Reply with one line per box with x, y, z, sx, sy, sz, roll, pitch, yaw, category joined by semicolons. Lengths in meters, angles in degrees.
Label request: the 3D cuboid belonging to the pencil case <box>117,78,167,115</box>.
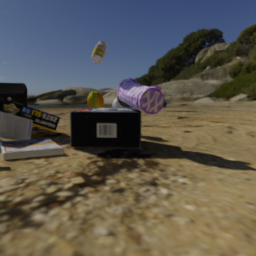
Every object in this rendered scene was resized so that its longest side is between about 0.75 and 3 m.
0.329;-0.999;8.459;0.831;0.846;1.980;8;12;-28;pencil case

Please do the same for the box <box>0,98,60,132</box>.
-3.889;-0.438;11.052;2.127;0.657;2.663;21;-6;-18;box

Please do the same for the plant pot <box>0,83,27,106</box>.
-5.992;-1.015;13.787;2.311;2.305;2.050;-4;13;-33;plant pot

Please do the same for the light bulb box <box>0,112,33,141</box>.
-3.924;-0.003;8.882;1.194;0.752;1.205;1;-10;28;light bulb box

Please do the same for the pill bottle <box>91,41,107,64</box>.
-1.023;-2.723;10.030;0.427;0.757;0.427;13;-27;7;pill bottle

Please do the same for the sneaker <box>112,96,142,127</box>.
-0.043;-0.522;11.399;0.572;1.627;0.652;-31;-6;-42;sneaker

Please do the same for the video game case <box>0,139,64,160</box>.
-2.760;0.547;7.840;1.465;0.179;2.049;-3;7;-27;video game case

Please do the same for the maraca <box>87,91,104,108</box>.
-1.550;-1.293;13.605;0.783;1.003;1.463;-11;8;4;maraca

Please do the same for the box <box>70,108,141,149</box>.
-0.620;-0.056;8.959;2.088;1.087;1.901;1;7;2;box
